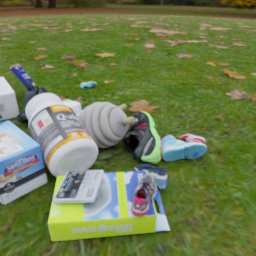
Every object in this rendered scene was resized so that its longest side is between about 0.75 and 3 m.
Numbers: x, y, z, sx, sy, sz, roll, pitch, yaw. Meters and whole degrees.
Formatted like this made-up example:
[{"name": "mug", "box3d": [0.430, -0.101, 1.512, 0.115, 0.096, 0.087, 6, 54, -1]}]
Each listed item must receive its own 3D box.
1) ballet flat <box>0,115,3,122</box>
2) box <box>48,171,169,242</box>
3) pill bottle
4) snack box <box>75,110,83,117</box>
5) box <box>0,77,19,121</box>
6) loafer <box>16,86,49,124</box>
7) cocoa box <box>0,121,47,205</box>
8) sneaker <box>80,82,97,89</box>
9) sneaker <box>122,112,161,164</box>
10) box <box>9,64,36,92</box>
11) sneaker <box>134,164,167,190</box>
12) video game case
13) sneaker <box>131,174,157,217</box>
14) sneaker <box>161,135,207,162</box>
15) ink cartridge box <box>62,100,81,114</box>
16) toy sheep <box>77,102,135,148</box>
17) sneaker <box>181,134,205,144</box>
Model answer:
[{"name": "ballet flat", "box3d": [-4.547, -0.212, 9.405, 1.225, 0.419, 0.417, -33, 1, 40]}, {"name": "box", "box3d": [-0.505, 2.031, 7.618, 2.985, 0.711, 1.820, -3, 30, -4]}, {"name": "pill bottle", "box3d": [-2.315, 0.173, 9.334, 1.634, 1.634, 2.808, -18, 51, -29]}, {"name": "snack box", "box3d": [-2.202, -0.457, 12.420, 0.751, 0.254, 2.090, 5, 26, 39]}, {"name": "box", "box3d": [-6.293, -1.346, 13.148, 1.575, 1.234, 2.532, -17, 34, -27]}, {"name": "loafer", "box3d": [-4.366, -1.099, 12.731, 0.975, 1.008, 2.871, -32, 19, 21]}, {"name": "cocoa box", "box3d": [-3.804, 0.965, 8.729, 1.487, 1.463, 2.230, -25, 37, -37]}, {"name": "sneaker", "box3d": [-2.250, -2.396, 16.089, 0.945, 0.366, 0.376, -12, 49, -12]}, {"name": "sneaker", "box3d": [0.367, 0.229, 10.444, 1.233, 1.130, 2.944, -1, 27, -11]}, {"name": "box", "box3d": [-5.461, -2.583, 14.826, 0.280, 1.729, 1.047, -33, 16, 8]}, {"name": "sneaker", "box3d": [0.664, 1.495, 8.781, 0.555, 0.565, 1.467, -13, 13, -28]}, {"name": "video game case", "box3d": [-1.294, 1.546, 7.461, 1.081, 0.139, 1.189, -3, 29, 11]}, {"name": "sneaker", "box3d": [0.435, 1.619, 7.107, 0.534, 0.495, 1.325, 7, 30, 11]}, {"name": "sneaker", "box3d": [1.917, 0.621, 10.206, 1.673, 0.666, 1.092, -5, 31, -10]}, {"name": "ink cartridge box", "box3d": [-3.004, -0.745, 12.799, 0.900, 0.517, 1.537, 19, 34, 33]}, {"name": "toy sheep", "box3d": [-0.877, -0.134, 10.377, 2.743, 1.891, 1.891, -15, 17, 36]}, {"name": "sneaker", "box3d": [2.383, 0.546, 10.664, 0.966, 0.344, 0.543, 8, 40, 39]}]
